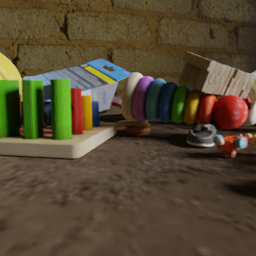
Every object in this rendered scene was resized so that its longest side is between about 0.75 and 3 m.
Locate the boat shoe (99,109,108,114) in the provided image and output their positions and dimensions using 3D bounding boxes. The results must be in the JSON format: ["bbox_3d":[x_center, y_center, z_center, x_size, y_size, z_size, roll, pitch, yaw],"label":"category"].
[{"bbox_3d":[-1.750,-0.659,10.088,2.203,0.806,0.714,-2,43,-18],"label":"boat shoe"}]

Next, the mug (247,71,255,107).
[{"bbox_3d":[4.771,-1.256,9.661,2.044,1.994,2.490,-14,-20,-30],"label":"mug"}]

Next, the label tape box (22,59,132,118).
[{"bbox_3d":[-1.550,-1.209,8.840,2.884,0.913,2.080,-22,37,-27],"label":"label tape box"}]

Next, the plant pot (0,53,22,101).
[{"bbox_3d":[-3.601,-0.699,6.263,1.915,1.915,1.802,0,27,3],"label":"plant pot"}]

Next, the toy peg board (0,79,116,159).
[{"bbox_3d":[-1.792,-0.338,5.808,2.608,1.276,2.597,2,8,12],"label":"toy peg board"}]

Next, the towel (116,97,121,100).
[{"bbox_3d":[0.522,-0.879,11.304,1.729,0.310,1.795,-2,-15,12],"label":"towel"}]

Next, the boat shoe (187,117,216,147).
[{"bbox_3d":[1.595,0.025,5.999,0.578,0.492,1.728,4,9,19],"label":"boat shoe"}]

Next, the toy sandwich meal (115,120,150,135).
[{"bbox_3d":[0.126,-0.015,7.091,0.947,0.324,0.947,-4,6,0],"label":"toy sandwich meal"}]

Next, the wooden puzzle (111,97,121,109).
[{"bbox_3d":[-0.019,-0.710,9.950,1.392,0.165,2.348,23,-3,-8],"label":"wooden puzzle"}]

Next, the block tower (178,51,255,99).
[{"bbox_3d":[1.977,-1.071,6.077,2.266,0.655,0.612,1,25,-47],"label":"block tower"}]

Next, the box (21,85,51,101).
[{"bbox_3d":[-1.895,-0.815,6.506,0.903,0.356,0.637,-9,13,4],"label":"box"}]

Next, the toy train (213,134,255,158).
[{"bbox_3d":[2.139,0.336,4.264,1.140,0.422,1.518,-7,8,-36],"label":"toy train"}]

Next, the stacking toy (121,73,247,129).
[{"bbox_3d":[1.229,-0.500,6.204,2.630,1.123,1.123,12,11,18],"label":"stacking toy"}]

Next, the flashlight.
[{"bbox_3d":[2.129,-1.038,8.692,2.686,0.909,0.913,-15,5,19],"label":"flashlight"}]

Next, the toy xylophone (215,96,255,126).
[{"bbox_3d":[2.827,-0.600,8.347,2.151,0.540,1.575,9,-22,28],"label":"toy xylophone"}]

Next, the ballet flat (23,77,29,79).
[{"bbox_3d":[-3.491,-1.283,9.532,2.294,0.830,0.778,-25,15,-22],"label":"ballet flat"}]
